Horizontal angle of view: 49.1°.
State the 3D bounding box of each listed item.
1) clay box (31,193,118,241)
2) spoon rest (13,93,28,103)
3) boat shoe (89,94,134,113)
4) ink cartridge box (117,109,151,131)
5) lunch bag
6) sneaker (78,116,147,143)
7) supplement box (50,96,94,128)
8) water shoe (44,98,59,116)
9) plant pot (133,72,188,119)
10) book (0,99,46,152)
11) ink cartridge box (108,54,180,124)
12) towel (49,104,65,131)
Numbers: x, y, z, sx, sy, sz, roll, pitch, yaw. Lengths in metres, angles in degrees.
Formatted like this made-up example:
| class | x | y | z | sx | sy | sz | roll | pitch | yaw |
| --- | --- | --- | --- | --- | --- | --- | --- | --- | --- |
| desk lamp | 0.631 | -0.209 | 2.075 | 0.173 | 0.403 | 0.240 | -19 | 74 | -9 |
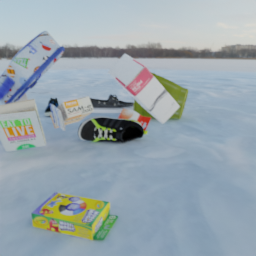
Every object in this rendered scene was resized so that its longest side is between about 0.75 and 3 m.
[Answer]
| class | x | y | z | sx | sy | sz | roll | pitch | yaw |
| --- | --- | --- | --- | --- | --- | --- | --- | --- | --- |
| clay box | -0.987 | 1.675 | 5.390 | 1.455 | 0.346 | 0.836 | 4 | 17 | 17 |
| spoon rest | -4.919 | -1.192 | 11.289 | 2.409 | 1.197 | 0.730 | 11 | 19 | 23 |
| boat shoe | -0.990 | -1.337 | 15.048 | 2.850 | 0.944 | 0.996 | -1 | 16 | -3 |
| ink cartridge box | 0.166 | -0.234 | 11.268 | 1.259 | 0.316 | 1.021 | 10 | 54 | 25 |
| lunch bag | -3.470 | -1.841 | 9.362 | 2.821 | 1.066 | 2.261 | -25 | 31 | 47 |
| sneaker | -0.524 | 0.079 | 10.080 | 2.511 | 0.901 | 1.040 | -5 | 16 | -17 |
| supplement box | -1.733 | -0.449 | 8.503 | 0.864 | 0.504 | 1.372 | -19 | -3 | -32 |
| water shoe | -3.990 | -1.118 | 14.576 | 0.705 | 0.778 | 1.971 | -3 | 16 | -12 |
| plant pot | 1.661 | -1.391 | 13.543 | 2.211 | 2.296 | 2.296 | 17 | 19 | 12 |
| book | -3.299 | 0.001 | 8.501 | 1.272 | 1.904 | 0.458 | -10 | 56 | -12 |
| ink cartridge box | 0.530 | -1.259 | 9.233 | 2.119 | 0.877 | 1.552 | 41 | 4 | -37 |
| towel | -2.013 | -0.309 | 7.916 | 0.103 | 0.633 | 0.862 | -22 | 28 | -25 |
